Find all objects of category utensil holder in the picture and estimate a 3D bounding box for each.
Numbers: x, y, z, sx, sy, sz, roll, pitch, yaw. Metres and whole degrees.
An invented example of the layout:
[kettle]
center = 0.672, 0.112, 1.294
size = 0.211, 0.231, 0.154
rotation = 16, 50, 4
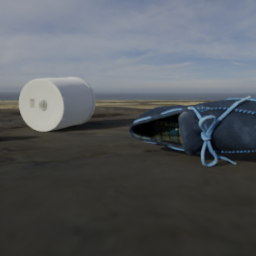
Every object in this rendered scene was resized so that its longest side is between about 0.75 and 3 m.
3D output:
[utensil holder]
center = -2.318, -0.829, 9.473
size = 1.767, 1.767, 2.080
rotation = 2, 10, 18

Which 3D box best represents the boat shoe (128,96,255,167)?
[boat shoe]
center = 1.185, 0.143, 4.833
size = 2.764, 1.163, 0.949
rotation = -6, 13, 46
